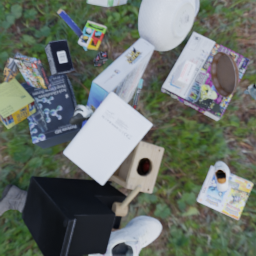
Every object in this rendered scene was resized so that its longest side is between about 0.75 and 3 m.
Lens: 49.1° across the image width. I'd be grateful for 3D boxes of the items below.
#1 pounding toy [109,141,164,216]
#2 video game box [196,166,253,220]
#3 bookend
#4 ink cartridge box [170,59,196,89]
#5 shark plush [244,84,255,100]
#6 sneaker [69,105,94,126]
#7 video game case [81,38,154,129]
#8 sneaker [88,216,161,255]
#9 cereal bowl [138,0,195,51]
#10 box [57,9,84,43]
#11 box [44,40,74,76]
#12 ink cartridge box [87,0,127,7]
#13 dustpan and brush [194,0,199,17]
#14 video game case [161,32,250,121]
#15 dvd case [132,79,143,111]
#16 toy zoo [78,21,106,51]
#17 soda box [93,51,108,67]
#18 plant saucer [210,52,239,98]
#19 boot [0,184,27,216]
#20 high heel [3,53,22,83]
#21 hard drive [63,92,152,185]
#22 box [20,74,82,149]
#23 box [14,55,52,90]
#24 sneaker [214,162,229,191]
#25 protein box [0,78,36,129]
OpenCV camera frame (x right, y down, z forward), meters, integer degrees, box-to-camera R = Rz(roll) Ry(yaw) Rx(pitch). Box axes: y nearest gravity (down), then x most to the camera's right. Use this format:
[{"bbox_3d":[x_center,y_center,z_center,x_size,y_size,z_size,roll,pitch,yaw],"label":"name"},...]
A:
[{"bbox_3d":[0.255,1.515,8.202,1.013,1.945,2.214,18,86,-27],"label":"pounding toy"},{"bbox_3d":[2.809,1.880,8.198,1.253,0.293,1.141,22,91,14],"label":"video game box"},{"bbox_3d":[-1.083,2.479,7.799,2.829,2.811,1.303,11,94,-37],"label":"bookend"},{"bbox_3d":[1.559,-1.510,7.911,0.362,1.068,0.615,23,88,-4],"label":"ink cartridge box"},{"bbox_3d":[3.771,-1.077,8.196,0.476,1.047,0.436,-24,76,7],"label":"shark plush"},{"bbox_3d":[-1.235,-0.345,7.022,0.356,0.961,0.425,-37,86,24],"label":"sneaker"},{"bbox_3d":[-0.403,-1.163,8.904,0.612,2.694,2.442,35,56,5],"label":"video game case"},{"bbox_3d":[0.126,3.310,8.021,2.571,1.281,0.963,-5,96,-38],"label":"sneaker"},{"bbox_3d":[1.407,-3.527,8.917,0.950,2.281,2.281,32,78,35],"label":"cereal bowl"},{"bbox_3d":[-1.729,-3.204,8.833,0.189,0.708,1.168,-40,110,7],"label":"box"},{"bbox_3d":[-2.140,-2.149,8.673,0.580,0.934,0.942,-17,102,-23],"label":"box"},{"bbox_3d":[-0.603,-4.788,9.181,0.818,1.870,1.359,15,120,13],"label":"ink cartridge box"},{"bbox_3d":[2.739,-5.963,12.593,1.177,0.482,1.686,19,78,4],"label":"dustpan and brush"},{"bbox_3d":[3.212,-2.182,11.681,2.669,0.527,2.944,28,78,6],"label":"video game case"},{"bbox_3d":[0.211,-0.727,7.488,0.111,0.735,1.007,13,118,0],"label":"dvd case"},{"bbox_3d":[-1.610,-3.976,12.306,0.893,0.139,1.361,19,78,4],"label":"toy zoo"},{"bbox_3d":[-1.020,-2.557,10.429,0.307,0.867,0.275,-9,86,-23],"label":"soda box"},{"bbox_3d":[3.208,-1.771,9.248,0.261,1.515,1.515,-13,77,-11],"label":"plant saucer"},{"bbox_3d":[-4.385,2.970,10.509,1.020,0.541,1.550,26,83,0],"label":"boot"},{"bbox_3d":[-3.908,-1.804,9.268,0.510,1.429,1.018,26,70,-22],"label":"high heel"},{"bbox_3d":[-0.524,0.276,7.068,1.313,0.261,1.990,39,98,1],"label":"hard drive"},{"bbox_3d":[-2.914,-0.647,10.930,1.804,1.301,2.430,-17,77,-4],"label":"box"},{"bbox_3d":[-3.009,-1.739,8.915,0.810,1.187,0.224,14,59,16],"label":"box"},{"bbox_3d":[2.574,1.195,7.695,0.407,1.119,0.474,-9,117,16],"label":"sneaker"},{"bbox_3d":[-3.965,-0.833,9.466,1.147,0.780,1.156,-38,77,-27],"label":"protein box"}]
